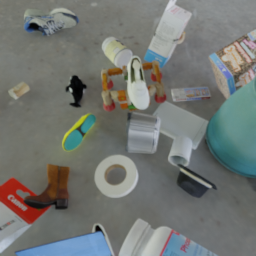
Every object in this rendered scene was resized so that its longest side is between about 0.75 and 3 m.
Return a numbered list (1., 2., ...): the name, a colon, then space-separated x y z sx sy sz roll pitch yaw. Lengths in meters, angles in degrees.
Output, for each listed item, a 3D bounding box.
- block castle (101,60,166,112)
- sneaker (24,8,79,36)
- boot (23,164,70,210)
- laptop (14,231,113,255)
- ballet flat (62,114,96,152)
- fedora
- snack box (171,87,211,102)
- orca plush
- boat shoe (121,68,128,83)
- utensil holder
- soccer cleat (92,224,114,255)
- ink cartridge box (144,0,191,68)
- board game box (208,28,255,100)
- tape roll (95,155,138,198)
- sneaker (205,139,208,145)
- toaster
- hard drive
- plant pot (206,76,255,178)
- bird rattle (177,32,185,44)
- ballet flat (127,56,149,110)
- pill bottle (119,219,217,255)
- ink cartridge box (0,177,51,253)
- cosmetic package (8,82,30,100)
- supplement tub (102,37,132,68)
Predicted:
1. block castle: 0.196 -1.595 11.246 2.541 1.192 1.698 -9 55 3
2. sneaker: -3.901 -5.187 14.117 2.887 1.112 1.230 2 65 10
3. boot: -2.609 1.834 9.141 1.434 0.522 1.523 7 53 -20
4. laptop: -1.372 3.836 6.888 2.100 1.300 2.243 -13 77 -2
5. ballet flat: -1.914 0.170 10.485 0.639 0.637 1.908 -2 40 41
6. fedora: 2.089 1.803 9.073 1.508 1.508 0.689 31 89 20
7. snack box: 2.653 -1.433 11.859 1.575 0.192 0.566 -4 54 -3
8. orca plush: -2.264 -1.676 11.776 0.898 0.607 1.708 5 55 3
9. boat shoe: -0.028 -2.367 12.425 0.347 0.341 0.978 -21 57 -14
10. utensil holder: 1.874 0.833 9.957 0.731 0.731 0.860 16 54 11
11. soccer cleat: -0.735 3.469 8.167 0.481 0.597 1.402 -17 56 -11
12. ink cartridge box: 1.800 -4.138 11.907 0.937 2.763 1.603 29 39 4
13. board game box: 4.798 -2.416 10.747 2.746 2.189 1.330 -31 56 12
14. tape roll: -0.408 1.624 9.516 1.480 0.270 1.480 -6 56 9
15. sneaker: 3.430 0.137 10.487 1.402 0.634 0.466 -31 59 -19
16. toaster: 0.511 0.152 9.830 1.110 1.718 0.976 8 38 7
17. hard drive: 1.964 -0.165 10.920 2.066 0.276 1.363 27 59 19
18. plant pot: 4.473 -0.279 9.297 2.993 2.812 2.993 3 56 -4
19. bird rattle: 2.231 -4.616 13.819 1.160 0.801 1.423 24 60 -3
20. ballet flat: 0.320 -1.694 10.096 0.735 0.735 2.118 -6 65 -4
21. pill bottle: 1.267 3.671 7.429 2.879 1.566 1.566 26 59 16
22. ink cartridge box: -3.851 2.506 8.454 1.937 0.599 2.388 29 43 19
23. cosmetic package: -4.643 -1.598 11.928 0.401 0.271 0.763 33 61 21
24. supplement tub: -0.520 -3.473 12.829 0.943 0.943 1.300 -30 61 -20
